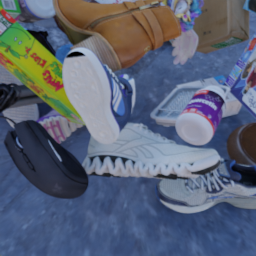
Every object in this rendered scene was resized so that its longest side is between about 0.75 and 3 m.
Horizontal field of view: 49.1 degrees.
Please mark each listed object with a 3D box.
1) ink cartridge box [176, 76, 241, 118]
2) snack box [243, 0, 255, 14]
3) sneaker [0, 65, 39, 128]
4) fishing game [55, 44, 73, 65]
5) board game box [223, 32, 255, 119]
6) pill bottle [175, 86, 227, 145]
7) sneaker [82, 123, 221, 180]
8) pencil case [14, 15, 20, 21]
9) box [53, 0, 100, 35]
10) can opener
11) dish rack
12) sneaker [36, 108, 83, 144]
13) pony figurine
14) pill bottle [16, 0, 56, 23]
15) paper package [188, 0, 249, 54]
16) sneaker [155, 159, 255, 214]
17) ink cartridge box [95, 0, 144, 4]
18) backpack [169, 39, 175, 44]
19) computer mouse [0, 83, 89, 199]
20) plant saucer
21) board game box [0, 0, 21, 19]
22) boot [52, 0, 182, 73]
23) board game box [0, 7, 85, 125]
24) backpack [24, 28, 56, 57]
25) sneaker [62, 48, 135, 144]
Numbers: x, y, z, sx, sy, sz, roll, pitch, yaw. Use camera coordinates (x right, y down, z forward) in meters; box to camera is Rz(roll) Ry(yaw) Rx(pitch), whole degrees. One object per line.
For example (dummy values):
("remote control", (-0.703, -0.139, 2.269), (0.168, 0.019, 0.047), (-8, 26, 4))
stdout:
("ink cartridge box", (2.599, -0.934, 9.206), (1.766, 0.758, 1.293), (-14, 48, -11))
("snack box", (3.769, -3.761, 7.373), (0.883, 1.521, 0.282), (34, 52, 23))
("sneaker", (-3.680, -0.954, 9.146), (1.059, 1.072, 2.701), (-27, 78, -16))
("fishing game", (-1.631, -1.905, 7.593), (0.986, 0.706, 0.153), (-40, 23, -8))
("board game box", (2.591, -0.976, 4.936), (0.397, 1.561, 2.306), (21, 26, -12))
("pill bottle", (1.204, -0.242, 4.477), (0.580, 0.580, 1.031), (23, 50, 20))
("sneaker", (0.323, 0.428, 5.489), (2.849, 1.071, 1.155), (-2, 75, 28))
("pencil case", (-4.227, -2.516, 7.380), (1.331, 1.374, 2.933), (43, 76, -1))
("box", (-1.587, -3.437, 8.814), (1.011, 1.351, 2.699), (-37, 51, -11))
("can opener", (-3.219, -0.641, 7.123), (2.206, 0.581, 0.733), (-13, 48, -7))
("dish rack", (1.287, -0.410, 5.651), (1.267, 0.321, 1.477), (5, 36, 35))
("sneaker", (-2.078, -0.302, 8.603), (2.401, 0.966, 1.061), (-31, 48, -31))
("pony figurine", (1.174, -2.957, 7.425), (1.802, 2.089, 2.164), (12, 62, -11))
("pill bottle", (-2.887, -3.681, 8.281), (1.049, 1.049, 1.844), (-39, 33, -30))
("paper package", (2.791, -3.404, 8.844), (0.938, 1.729, 1.814), (-1, 1, -29))
("sneaker", (2.137, 1.269, 6.854), (2.970, 1.265, 1.144), (-4, 48, -2))
("ink cartridge box", (-0.533, -4.521, 9.053), (1.780, 1.734, 2.770), (-41, 89, 1))
("backpack", (2.090, -3.899, 11.968), (0.775, 0.583, 0.688), (-16, 76, -20))
("computer mouse", (-1.903, 0.565, 4.832), (1.645, 2.343, 0.539), (-33, 10, 21))
("plant saucer", (4.097, 0.616, 8.051), (2.375, 0.409, 2.375), (1, 48, -1))
("board game box", (-3.298, -2.151, 5.654), (1.875, 0.378, 1.435), (-12, 5, 41))
("boot", (-0.332, -2.323, 5.739), (2.088, 1.031, 2.689), (-25, 55, -1))
("board game box", (-1.735, -1.067, 5.581), (0.593, 2.489, 1.264), (-54, 26, -13))
("backpack", (-3.434, -2.538, 9.970), (1.418, 1.924, 2.107), (-46, 48, -16))
("sneaker", (-0.361, -0.700, 4.488), (0.676, 1.679, 1.229), (1, 41, 23))
